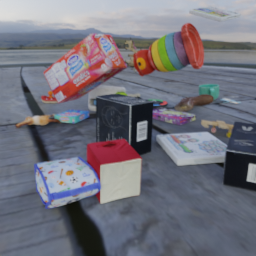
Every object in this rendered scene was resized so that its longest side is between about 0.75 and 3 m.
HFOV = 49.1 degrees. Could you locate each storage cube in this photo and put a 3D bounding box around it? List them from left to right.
[{"bbox_3d":[-0.361,0.986,6.660,1.012,1.184,1.064,-7,25,-22],"label":"storage cube"}]

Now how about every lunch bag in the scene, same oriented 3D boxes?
[{"bbox_3d":[-1.390,1.250,6.293,1.188,0.865,1.397,-10,12,-28],"label":"lunch bag"}]

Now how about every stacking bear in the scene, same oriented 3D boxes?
[{"bbox_3d":[1.145,-2.292,8.881,2.195,1.333,1.248,-12,18,33],"label":"stacking bear"}]

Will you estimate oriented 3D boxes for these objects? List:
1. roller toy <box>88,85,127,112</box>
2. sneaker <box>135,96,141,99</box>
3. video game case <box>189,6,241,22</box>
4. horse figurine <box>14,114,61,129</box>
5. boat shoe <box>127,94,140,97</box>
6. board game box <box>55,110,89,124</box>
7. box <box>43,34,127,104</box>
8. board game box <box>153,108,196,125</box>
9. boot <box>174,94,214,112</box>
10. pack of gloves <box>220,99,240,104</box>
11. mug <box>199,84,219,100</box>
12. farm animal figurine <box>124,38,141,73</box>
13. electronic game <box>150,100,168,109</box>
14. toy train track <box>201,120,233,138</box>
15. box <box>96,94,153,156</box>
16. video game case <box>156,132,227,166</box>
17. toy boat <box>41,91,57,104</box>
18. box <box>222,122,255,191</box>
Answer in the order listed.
[{"bbox_3d":[-1.054,-1.377,13.813,1.799,1.378,1.972,4,8,-10],"label":"roller toy"},{"bbox_3d":[0.332,-1.178,13.872,0.855,0.731,2.063,-42,17,6],"label":"sneaker"},{"bbox_3d":[2.395,-3.162,7.748,0.957,0.116,1.051,-25,44,-34],"label":"video game case"},{"bbox_3d":[-3.831,-0.320,12.039,1.735,0.433,1.150,-2,11,1],"label":"horse figurine"},{"bbox_3d":[0.275,-1.925,17.578,0.954,0.346,0.299,-10,-23,-14],"label":"boat shoe"},{"bbox_3d":[-2.555,-0.535,12.849,1.028,0.304,1.352,6,17,18],"label":"board game box"},{"bbox_3d":[-1.715,-2.266,10.969,2.919,1.455,1.393,-27,0,33],"label":"box"},{"bbox_3d":[1.931,-0.567,13.073,1.256,0.338,2.092,-21,27,-40],"label":"board game box"},{"bbox_3d":[3.491,-1.279,14.714,1.839,0.634,1.974,-7,11,22],"label":"boot"},{"bbox_3d":[5.938,-1.491,16.312,1.069,0.211,0.898,22,19,38],"label":"pack of gloves"},{"bbox_3d":[4.798,-2.076,16.800,1.171,0.881,1.425,7,21,34],"label":"mug"},{"bbox_3d":[0.292,-3.190,12.367,0.643,1.219,1.233,12,-5,32],"label":"farm animal figurine"},{"bbox_3d":[1.381,-1.348,15.454,1.617,0.336,1.617,0,17,0],"label":"electronic game"},{"bbox_3d":[4.133,0.149,10.656,2.696,0.439,1.546,10,12,12],"label":"toy train track"},{"bbox_3d":[-0.161,-0.116,9.140,1.080,1.743,1.713,-14,22,-42],"label":"box"},{"bbox_3d":[2.190,0.625,9.252,2.009,0.261,2.207,-3,18,-10],"label":"video game case"},{"bbox_3d":[-4.532,-1.804,16.322,1.052,0.687,0.686,0,17,1],"label":"toy boat"},{"bbox_3d":[3.509,0.740,7.182,1.793,1.071,1.823,9,28,24],"label":"box"}]
